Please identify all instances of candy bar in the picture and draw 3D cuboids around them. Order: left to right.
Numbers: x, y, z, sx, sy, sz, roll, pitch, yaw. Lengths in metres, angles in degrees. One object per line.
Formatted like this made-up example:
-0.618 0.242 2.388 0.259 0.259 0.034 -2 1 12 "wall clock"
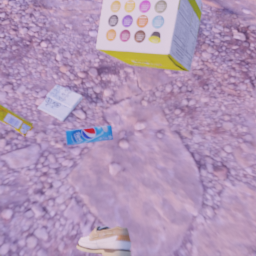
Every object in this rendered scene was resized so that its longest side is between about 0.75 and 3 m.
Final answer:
-3.917 -0.471 8.531 2.194 0.243 0.547 34 83 -13 "candy bar"

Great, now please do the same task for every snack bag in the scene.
-2.828 -1.051 11.535 1.376 0.156 1.459 26 61 15 "snack bag"

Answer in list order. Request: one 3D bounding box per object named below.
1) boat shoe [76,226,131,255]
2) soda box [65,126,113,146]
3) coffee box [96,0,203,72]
-0.522 2.461 6.142 0.645 1.726 0.590 22 62 -36 "boat shoe"
-1.189 0.221 8.625 1.399 0.474 0.449 -8 93 -8 "soda box"
0.832 -3.554 9.719 2.630 2.634 2.605 12 94 25 "coffee box"
